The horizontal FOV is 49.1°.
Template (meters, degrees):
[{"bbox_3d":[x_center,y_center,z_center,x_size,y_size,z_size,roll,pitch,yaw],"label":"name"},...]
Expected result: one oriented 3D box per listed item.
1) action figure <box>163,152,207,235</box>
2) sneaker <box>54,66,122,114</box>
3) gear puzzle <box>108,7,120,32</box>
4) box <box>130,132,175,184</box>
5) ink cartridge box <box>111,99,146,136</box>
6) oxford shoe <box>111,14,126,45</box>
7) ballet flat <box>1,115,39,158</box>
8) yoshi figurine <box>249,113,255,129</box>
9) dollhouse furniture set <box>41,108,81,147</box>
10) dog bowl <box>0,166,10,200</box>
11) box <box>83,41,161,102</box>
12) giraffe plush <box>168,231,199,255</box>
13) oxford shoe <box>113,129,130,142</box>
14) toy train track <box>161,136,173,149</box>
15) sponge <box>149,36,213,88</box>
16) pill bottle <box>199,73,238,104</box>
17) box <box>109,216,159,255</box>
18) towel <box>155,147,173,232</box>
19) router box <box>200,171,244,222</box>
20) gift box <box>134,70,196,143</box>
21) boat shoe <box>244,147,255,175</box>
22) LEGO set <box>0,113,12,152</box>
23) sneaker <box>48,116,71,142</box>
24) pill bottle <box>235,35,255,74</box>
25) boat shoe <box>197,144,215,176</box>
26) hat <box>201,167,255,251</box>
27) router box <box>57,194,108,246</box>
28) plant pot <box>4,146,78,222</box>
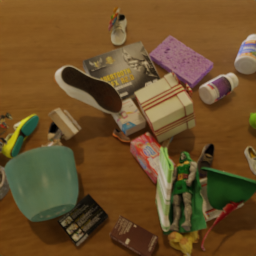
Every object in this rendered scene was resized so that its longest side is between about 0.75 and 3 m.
[{"bbox_3d":[1.906,2.090,9.707,1.727,0.799,2.924,-25,39,38],"label":"action figure"},{"bbox_3d":[-1.526,-1.454,10.921,2.913,1.233,1.061,32,73,-31],"label":"sneaker"},{"bbox_3d":[-0.728,-5.749,14.407,0.224,0.885,1.708,25,51,-23],"label":"gear puzzle"},{"bbox_3d":[0.883,1.122,10.530,0.846,0.810,1.697,-29,63,-20],"label":"box"},{"bbox_3d":[-0.016,-0.455,11.669,0.955,0.560,1.322,-26,61,-15],"label":"ink cartridge box"},{"bbox_3d":[-0.477,-5.123,14.520,0.790,0.607,2.102,3,59,7],"label":"oxford shoe"},{"bbox_3d":[-4.379,0.238,11.206,0.689,0.687,2.055,14,61,16],"label":"ballet flat"},{"bbox_3d":[5.691,-0.611,11.512,1.199,1.204,2.142,21,62,30],"label":"yoshi figurine"},{"bbox_3d":[-3.167,0.430,10.508,2.357,2.010,1.151,-37,96,7],"label":"dollhouse furniture set"},{"bbox_3d":[-5.127,2.001,10.217,1.558,0.457,1.558,0,59,0],"label":"dog bowl"},{"bbox_3d":[-0.254,-2.326,12.373,2.861,0.692,2.266,-22,80,-14],"label":"box"},{"bbox_3d":[1.912,3.579,9.082,1.026,0.885,0.832,39,58,12],"label":"giraffe plush"},{"bbox_3d":[-0.252,0.307,11.275,0.819,0.298,0.292,26,31,19],"label":"oxford shoe"},{"bbox_3d":[1.848,0.129,11.441,1.113,0.316,1.941,20,67,25],"label":"toy train track"},{"bbox_3d":[2.476,-3.164,13.236,1.515,0.405,2.716,-43,64,-11],"label":"sponge"},{"bbox_3d":[3.995,-1.763,12.281,1.613,0.899,0.899,-29,63,-16],"label":"pill bottle"},{"bbox_3d":[0.187,3.593,9.187,1.458,0.546,0.730,25,61,13],"label":"box"},{"bbox_3d":[1.206,1.922,8.974,0.337,2.194,1.637,1,21,-4],"label":"towel"},{"bbox_3d":[3.085,2.424,9.999,1.495,0.365,1.342,-18,60,-11],"label":"router box"},{"bbox_3d":[1.484,-0.936,10.892,1.930,1.907,2.066,-26,61,1],"label":"gift box"},{"bbox_3d":[4.823,1.234,10.609,0.449,0.518,1.215,-15,58,5],"label":"boat shoe"},{"bbox_3d":[-5.129,0.691,10.731,1.895,0.827,2.918,-6,44,29],"label":"LEGO set"},{"bbox_3d":[-2.721,-0.133,11.217,0.522,0.939,1.342,25,64,10],"label":"sneaker"},{"bbox_3d":[5.813,-3.550,13.300,1.056,1.056,1.885,22,61,13],"label":"pill bottle"},{"bbox_3d":[2.970,1.166,10.696,0.517,0.509,1.388,17,60,10],"label":"boat shoe"},{"bbox_3d":[3.026,2.568,8.932,2.520,2.088,2.219,18,83,-21],"label":"hat"},{"bbox_3d":[-1.538,3.117,9.574,1.404,0.359,1.047,-39,66,-21],"label":"router box"},{"bbox_3d":[-2.703,1.955,9.250,2.299,2.299,1.845,-18,65,-11],"label":"plant pot"}]
